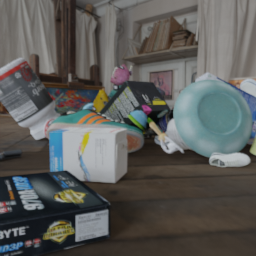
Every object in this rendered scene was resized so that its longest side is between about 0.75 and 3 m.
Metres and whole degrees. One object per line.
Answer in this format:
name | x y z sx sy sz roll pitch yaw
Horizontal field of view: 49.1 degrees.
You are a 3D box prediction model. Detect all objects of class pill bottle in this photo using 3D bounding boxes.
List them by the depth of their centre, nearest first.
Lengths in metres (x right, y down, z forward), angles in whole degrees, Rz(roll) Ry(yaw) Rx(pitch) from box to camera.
pill bottle | 2.216 0.020 7.973 1.189 1.189 2.082 -5 -7 -44
pill bottle | -2.336 0.139 10.131 1.314 0.761 0.761 11 9 27
pill bottle | 1.416 -0.167 10.167 0.734 0.734 1.312 -2 -13 -26
pill bottle | -3.915 -1.075 10.940 1.681 2.902 1.681 -28 20 11

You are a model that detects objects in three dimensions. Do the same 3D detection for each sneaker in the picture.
sneaker | 2.282 0.766 6.321 0.866 0.331 0.349 -3 13 26
sneaker | -0.884 -0.036 8.139 2.853 1.018 1.140 6 45 13
sneaker | 1.447 0.335 9.637 0.582 0.564 1.594 -2 5 -28
sneaker | 5.194 -0.722 11.129 0.909 2.569 0.938 -31 1 -39

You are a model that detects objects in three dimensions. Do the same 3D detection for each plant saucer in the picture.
plant saucer | 2.169 -0.307 6.868 2.074 2.074 0.399 -1 -14 -7

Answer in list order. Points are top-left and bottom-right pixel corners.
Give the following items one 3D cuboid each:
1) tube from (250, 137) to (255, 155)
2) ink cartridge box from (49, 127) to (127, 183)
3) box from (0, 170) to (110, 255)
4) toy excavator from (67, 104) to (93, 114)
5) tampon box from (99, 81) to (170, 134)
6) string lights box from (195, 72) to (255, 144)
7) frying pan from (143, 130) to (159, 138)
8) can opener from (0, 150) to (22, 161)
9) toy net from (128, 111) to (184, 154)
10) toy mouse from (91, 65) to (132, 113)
tube | 3.726 -0.046 7.422 0.431 1.662 0.482 13 13 -10
ink cartridge box | -0.727 0.489 5.469 1.285 0.929 0.946 1 5 12
box | -1.172 0.927 3.329 1.392 0.403 1.751 -2 5 -26
toy excavator | -2.251 -0.563 14.696 2.633 2.560 1.315 28 -3 -17
tampon box | 0.133 -0.506 9.722 1.492 1.257 1.990 -8 -29 -47
string lights box | 3.428 -0.594 9.420 2.710 1.393 0.799 24 -14 -13
frying pan | 0.855 0.258 11.780 1.518 0.247 0.918 1 16 32
can opener | -3.121 0.752 7.186 0.833 0.222 0.278 -4 39 -46
toy net | 0.778 0.202 7.414 1.026 0.378 1.956 39 6 -47
toy mouse | -0.349 -1.530 10.486 2.492 0.543 2.804 -48 -8 -35
